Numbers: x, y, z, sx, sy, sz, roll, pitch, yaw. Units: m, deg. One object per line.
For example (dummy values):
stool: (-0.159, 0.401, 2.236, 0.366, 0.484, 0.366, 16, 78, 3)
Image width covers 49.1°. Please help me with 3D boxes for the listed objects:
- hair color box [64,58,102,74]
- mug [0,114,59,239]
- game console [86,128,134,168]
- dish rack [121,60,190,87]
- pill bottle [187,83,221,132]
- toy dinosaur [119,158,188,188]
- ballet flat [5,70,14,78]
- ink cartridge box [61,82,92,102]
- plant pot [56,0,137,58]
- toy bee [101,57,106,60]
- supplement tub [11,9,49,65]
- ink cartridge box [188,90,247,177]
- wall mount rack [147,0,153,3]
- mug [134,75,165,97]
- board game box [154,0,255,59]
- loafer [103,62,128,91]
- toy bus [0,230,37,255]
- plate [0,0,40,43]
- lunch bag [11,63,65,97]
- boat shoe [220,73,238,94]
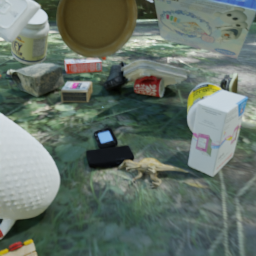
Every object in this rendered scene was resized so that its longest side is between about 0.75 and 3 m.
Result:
hair color box: (-2.631, -3.628, 16.293, 1.994, 0.637, 1.106, -7, 26, -16)
mug: (-2.517, 1.058, 5.204, 1.721, 2.044, 2.331, -6, 51, 43)
game console: (-0.661, 0.524, 8.185, 1.232, 0.252, 2.089, -7, 26, -14)
dish rack: (1.172, -2.320, 12.487, 2.615, 0.569, 2.245, 6, -4, -25)
pill bottle: (2.686, -0.712, 9.493, 1.328, 1.328, 2.362, 5, 27, 10)
toy dinosaur: (0.612, 1.001, 6.892, 1.798, 0.523, 0.909, 5, 26, 8)
ballet flat: (-6.059, -2.813, 14.794, 1.395, 0.510, 0.510, 21, 33, 37)
ink cartridge box: (-2.221, -1.594, 12.229, 1.145, 0.522, 1.389, 1, 27, 0)
plant pot: (-1.008, -3.593, 9.190, 2.682, 2.682, 0.368, -9, 43, -17)
toy bee: (-1.190, -3.204, 10.826, 2.233, 1.214, 1.462, 2, 29, -4)
supplement tub: (-3.445, -3.224, 9.835, 1.229, 1.695, 1.229, 11, 50, -13)
ink cartridge box: (2.288, 0.124, 7.218, 0.779, 1.839, 1.329, 25, 36, 34)
wall mount rack: (0.971, -5.132, 10.584, 1.372, 1.192, 0.512, -17, -11, -20)
mug: (0.917, -1.922, 12.333, 1.204, 1.069, 0.803, 8, 34, 23)
board game box: (2.399, -3.509, 9.077, 2.976, 0.645, 2.961, 20, -7, 14)
loafer: (-0.576, -2.514, 13.393, 0.946, 0.978, 2.787, -18, 17, 24)
toy bus: (-1.964, 2.234, 4.122, 1.376, 0.711, 1.299, 28, 53, -5)
plate: (-2.688, -2.570, 6.026, 1.144, 1.142, 0.185, 32, -17, -4)
lunch bag: (-4.202, -2.331, 12.953, 1.929, 1.134, 1.582, 23, 41, 34)
boat shoe: (4.573, -1.946, 12.758, 0.740, 0.805, 2.253, 0, 25, 27)
